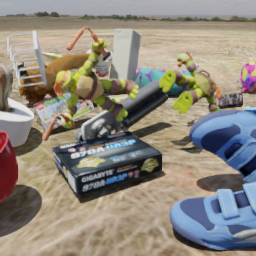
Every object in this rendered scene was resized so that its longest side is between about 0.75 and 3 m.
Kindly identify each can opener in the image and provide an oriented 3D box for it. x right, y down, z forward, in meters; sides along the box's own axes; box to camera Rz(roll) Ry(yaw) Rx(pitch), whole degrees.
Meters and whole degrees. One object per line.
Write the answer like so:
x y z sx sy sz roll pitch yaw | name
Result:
-0.191 -0.473 7.919 2.926 0.780 0.978 -35 32 -27 | can opener

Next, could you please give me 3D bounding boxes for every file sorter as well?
-2.920 -1.968 8.123 0.806 1.294 0.898 -11 52 -12 | file sorter

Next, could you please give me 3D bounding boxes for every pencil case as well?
1.654 -1.973 11.644 2.637 1.219 1.122 0 -5 -4 | pencil case
6.347 -2.188 12.172 2.916 1.289 1.289 -1 24 -1 | pencil case

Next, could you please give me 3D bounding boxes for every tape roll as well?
-3.665 -0.301 7.381 2.183 0.764 2.183 21 12 -5 | tape roll

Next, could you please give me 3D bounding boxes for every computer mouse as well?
-4.114 -1.202 9.362 0.514 2.345 1.286 35 -2 -34 | computer mouse

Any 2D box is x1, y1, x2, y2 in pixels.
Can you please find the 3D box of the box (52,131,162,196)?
-0.483 0.682 6.223 1.988 0.457 1.580 -11 23 -26 | box

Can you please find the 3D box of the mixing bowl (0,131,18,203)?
-2.516 0.858 4.828 1.567 0.848 1.567 -20 32 13 | mixing bowl

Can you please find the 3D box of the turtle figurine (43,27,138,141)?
-0.851 -0.759 6.228 1.995 2.473 0.797 17 7 -39 | turtle figurine

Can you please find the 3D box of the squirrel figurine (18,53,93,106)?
-2.706 -1.851 10.610 2.781 1.968 2.596 -5 16 -23 | squirrel figurine

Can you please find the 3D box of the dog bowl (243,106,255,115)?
4.070 -0.461 9.057 0.202 0.453 0.813 -28 17 -25 | dog bowl

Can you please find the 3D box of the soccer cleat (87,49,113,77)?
-0.982 -2.673 11.435 1.006 0.814 2.329 -23 -4 9 | soccer cleat

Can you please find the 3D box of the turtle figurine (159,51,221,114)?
1.883 -0.939 7.350 0.859 2.666 2.150 -27 -7 41 | turtle figurine

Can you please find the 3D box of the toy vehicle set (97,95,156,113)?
-0.110 -0.916 10.399 1.993 0.264 1.238 -6 24 -13 | toy vehicle set

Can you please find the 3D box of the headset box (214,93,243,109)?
3.343 -0.887 9.503 0.990 0.382 0.737 -4 -7 19 | headset box

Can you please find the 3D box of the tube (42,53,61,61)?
-2.586 -2.690 11.225 0.508 0.455 1.752 -29 -25 33 | tube

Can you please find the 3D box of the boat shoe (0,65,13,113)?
-3.476 -0.803 7.181 0.669 1.767 0.634 36 33 23 | boat shoe

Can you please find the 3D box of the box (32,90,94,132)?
-1.929 -0.599 8.465 1.612 0.887 0.280 -29 7 -26 | box

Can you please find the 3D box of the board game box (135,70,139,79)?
0.603 -2.841 14.659 1.260 0.389 1.261 14 27 27 | board game box

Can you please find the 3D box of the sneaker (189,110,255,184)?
2.436 0.526 5.292 2.731 1.010 1.123 20 45 -14 | sneaker

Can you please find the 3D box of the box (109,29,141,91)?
-0.140 -2.811 11.825 0.842 2.464 1.012 10 5 23 | box

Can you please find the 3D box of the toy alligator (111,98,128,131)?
-0.240 -0.348 8.931 0.634 0.459 1.912 -28 37 6 | toy alligator

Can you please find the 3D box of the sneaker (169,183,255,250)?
1.909 1.295 4.412 2.485 1.022 0.919 1 26 6 | sneaker
